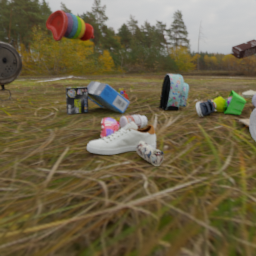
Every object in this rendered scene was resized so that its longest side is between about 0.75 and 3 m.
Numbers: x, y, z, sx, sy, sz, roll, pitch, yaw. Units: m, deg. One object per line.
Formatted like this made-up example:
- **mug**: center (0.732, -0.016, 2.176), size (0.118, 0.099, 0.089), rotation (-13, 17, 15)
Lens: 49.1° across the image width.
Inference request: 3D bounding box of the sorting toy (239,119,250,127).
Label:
- **sorting toy**: center (6.309, -0.114, 11.424), size (2.862, 0.421, 2.116), rotation (-3, 9, 2)

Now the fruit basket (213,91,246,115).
- **fruit basket**: center (5.291, -1.369, 15.128), size (1.806, 1.302, 1.806), rotation (17, 18, -6)

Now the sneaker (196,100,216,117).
- **sneaker**: center (4.006, -1.053, 14.295), size (0.767, 0.758, 1.933), rotation (-15, 5, 28)

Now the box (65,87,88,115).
- **box**: center (-2.691, -1.439, 14.779), size (1.121, 1.399, 0.310), rotation (-5, 15, -25)

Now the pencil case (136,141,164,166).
- **pencil case**: center (0.599, 0.701, 7.993), size (0.421, 0.484, 1.082), rotation (-9, 15, -21)

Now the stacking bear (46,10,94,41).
- **stacking bear**: center (-2.136, -3.939, 11.142), size (1.783, 1.014, 1.083), rotation (-3, 53, -52)

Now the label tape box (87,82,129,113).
- **label tape box**: center (-1.380, -1.743, 15.480), size (1.809, 0.794, 2.508), rotation (36, -9, -36)

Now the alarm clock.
- **alarm clock**: center (-4.594, -2.080, 10.094), size (1.514, 2.244, 0.747), rotation (-11, 12, -30)

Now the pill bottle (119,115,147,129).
- **pill bottle**: center (0.229, -0.218, 11.512), size (1.051, 0.590, 0.590), rotation (-7, 16, -31)

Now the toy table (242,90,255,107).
- **toy table**: center (8.012, -2.029, 16.263), size (2.346, 2.157, 1.374), rotation (-9, 29, -9)

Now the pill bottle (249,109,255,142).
- **pill bottle**: center (5.585, -0.134, 9.594), size (2.419, 1.358, 1.358), rotation (-2, 14, -13)

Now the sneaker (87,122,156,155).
- **sneaker**: center (-0.212, 0.267, 8.836), size (2.230, 0.944, 0.812), rotation (-6, 17, -17)

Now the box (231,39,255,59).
- **box**: center (4.104, -2.729, 9.701), size (0.912, 0.342, 0.457), rotation (-22, 41, -8)

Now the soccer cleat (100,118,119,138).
- **soccer cleat**: center (-0.657, 0.001, 10.619), size (0.747, 0.651, 1.953), rotation (3, 11, -5)

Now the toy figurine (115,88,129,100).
- **toy figurine**: center (-0.826, -2.009, 19.079), size (1.135, 1.000, 1.895), rotation (-26, 2, 21)

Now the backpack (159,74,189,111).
- **backpack**: center (2.608, -2.083, 16.098), size (1.508, 2.004, 1.779), rotation (-2, 13, -7)
